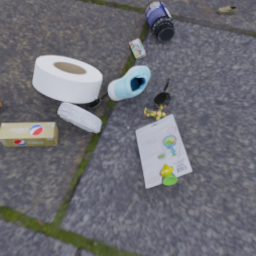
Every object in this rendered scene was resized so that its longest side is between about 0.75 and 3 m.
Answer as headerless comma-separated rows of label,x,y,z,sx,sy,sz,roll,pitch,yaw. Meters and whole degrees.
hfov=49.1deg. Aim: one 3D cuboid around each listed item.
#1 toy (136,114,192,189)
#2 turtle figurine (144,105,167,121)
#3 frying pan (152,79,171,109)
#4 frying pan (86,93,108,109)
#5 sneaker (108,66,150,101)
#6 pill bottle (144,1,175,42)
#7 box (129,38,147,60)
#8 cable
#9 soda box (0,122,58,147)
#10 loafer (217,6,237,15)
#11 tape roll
toy,1.270,0.895,10.229,1.630,0.668,2.831,-24,38,14
turtle figurine,1.146,-0.603,11.598,0.935,0.373,1.159,8,42,8
frying pan,1.343,-1.369,11.539,0.841,1.391,0.226,-20,43,-7
frying pan,-1.347,-1.159,12.000,0.662,0.178,1.095,12,49,36
sneaker,0.423,-1.858,11.516,1.168,1.054,2.851,-1,29,35
pill bottle,1.609,-5.324,14.067,1.146,1.146,2.050,-12,59,-7
box,0.484,-3.845,13.631,0.586,0.185,1.065,-24,60,5
cable,-1.799,-0.364,10.587,1.741,1.740,0.603,24,82,18
soda box,-3.847,0.261,10.906,2.104,0.674,0.713,-1,59,-1
loafer,5.402,-6.435,15.210,1.076,0.363,0.409,-3,58,-2
tape roll,-2.433,-2.008,11.374,2.688,0.940,2.688,15,26,-8
